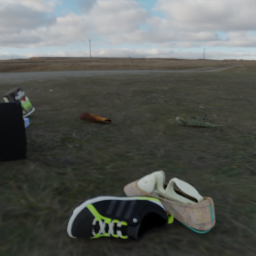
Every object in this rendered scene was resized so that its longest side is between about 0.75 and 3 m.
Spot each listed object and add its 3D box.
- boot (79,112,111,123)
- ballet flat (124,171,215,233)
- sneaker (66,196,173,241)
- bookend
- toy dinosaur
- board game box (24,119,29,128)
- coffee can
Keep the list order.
[{"bbox_3d":[-1.735,-0.452,14.703,1.331,0.456,1.253,15,-1,35],"label":"boot"},{"bbox_3d":[0.943,1.586,6.896,2.651,0.892,0.902,14,21,41],"label":"ballet flat"},{"bbox_3d":[-0.120,1.923,5.871,2.266,0.812,0.938,-6,17,-21],"label":"sneaker"},{"bbox_3d":[-4.436,-0.108,10.571,0.977,2.121,2.108,-5,18,-18],"label":"bookend"},{"bbox_3d":[3.626,-0.350,14.307,2.335,0.554,1.029,5,31,15],"label":"toy dinosaur"},{"bbox_3d":[-5.740,-0.154,13.906,1.263,0.353,1.236,-1,16,-2],"label":"board game box"},{"bbox_3d":[-6.130,-1.426,15.621,1.113,1.520,1.113,-19,29,11],"label":"coffee can"}]
